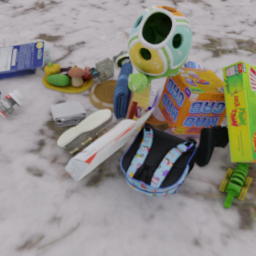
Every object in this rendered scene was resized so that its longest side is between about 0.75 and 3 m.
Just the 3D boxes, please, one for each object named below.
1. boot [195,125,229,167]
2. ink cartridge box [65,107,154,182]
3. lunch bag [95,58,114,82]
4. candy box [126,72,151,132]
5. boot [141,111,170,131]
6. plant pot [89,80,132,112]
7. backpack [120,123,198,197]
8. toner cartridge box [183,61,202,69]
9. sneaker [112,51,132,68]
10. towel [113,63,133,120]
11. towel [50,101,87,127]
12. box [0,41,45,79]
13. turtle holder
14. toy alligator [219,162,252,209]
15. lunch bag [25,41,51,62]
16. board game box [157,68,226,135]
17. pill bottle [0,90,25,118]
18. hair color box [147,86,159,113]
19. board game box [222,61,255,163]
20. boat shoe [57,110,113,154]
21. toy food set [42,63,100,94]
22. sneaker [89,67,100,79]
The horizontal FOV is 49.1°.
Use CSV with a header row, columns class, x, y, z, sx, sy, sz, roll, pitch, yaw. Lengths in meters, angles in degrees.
class,x,y,z,sx,sy,sz,roll,pitch,yaw
boot,2.775,0.563,9.080,1.136,1.386,0.513,-2,13,-37
ink cartridge box,-0.626,0.372,8.043,0.676,2.696,2.186,47,57,8
lunch bag,-1.005,-2.477,12.164,0.712,0.510,0.868,-18,71,26
candy box,0.370,-0.983,9.709,0.572,1.181,2.025,15,40,-2
boot,0.959,-0.289,10.271,1.174,0.432,0.908,-11,49,-7
plant pot,-0.604,-1.415,11.560,2.032,0.279,2.032,2,45,-2
backpack,0.797,1.109,7.994,1.915,1.411,2.098,20,43,18
toner cartridge box,2.672,-1.887,11.252,0.718,0.327,1.513,4,74,-24
sneaker,0.052,-3.533,13.575,1.883,0.696,0.762,-26,48,-26
towel,-0.191,-1.428,10.408,0.547,1.257,2.252,6,39,3
towel,-2.159,-0.478,10.103,1.161,0.497,0.961,-14,39,-21
box,-5.127,-3.064,12.758,2.777,0.450,1.682,-8,60,2
turtle holder,0.712,-2.404,8.275,2.546,1.808,1.934,-37,81,6
toy alligator,3.364,1.363,8.400,0.715,0.654,2.412,24,48,23
lunch bag,-4.610,-3.740,13.862,1.191,0.573,1.485,-27,49,-22
board game box,2.278,-0.941,9.771,1.695,1.694,1.694,1,39,-19
pill bottle,-4.496,-0.931,10.645,0.602,0.602,1.056,36,74,32
hair color box,0.725,-1.150,11.225,0.746,0.442,1.365,12,46,13
board game box,3.673,-0.415,8.444,1.457,0.683,2.869,6,77,-35
boat shoe,-1.278,0.139,8.893,2.094,0.626,0.748,-30,32,18
toy food set,-2.435,-2.341,12.110,2.849,0.930,1.676,14,45,14
sneaker,-1.368,-2.272,11.392,0.419,0.441,1.112,-34,16,-5
